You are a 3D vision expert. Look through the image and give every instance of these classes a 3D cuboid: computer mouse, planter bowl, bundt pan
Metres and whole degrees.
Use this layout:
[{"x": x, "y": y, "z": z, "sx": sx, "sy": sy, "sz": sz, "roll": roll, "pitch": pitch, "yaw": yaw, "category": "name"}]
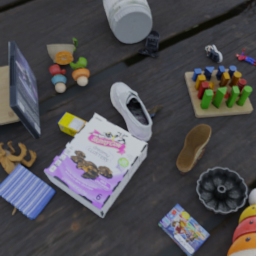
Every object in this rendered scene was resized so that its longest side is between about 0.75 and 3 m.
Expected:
[{"x": 1.061, "y": -3.843, "z": 12.920, "sx": 0.965, "sy": 0.367, "sz": 1.393, "roll": 14, "pitch": 71, "yaw": 6, "category": "computer mouse"}, {"x": -2.910, "y": -3.190, "z": 12.119, "sx": 1.121, "sy": 0.755, "sz": 1.121, "roll": -1, "pitch": 14, "yaw": 0, "category": "planter bowl"}, {"x": 2.970, "y": 2.072, "z": 8.995, "sx": 1.549, "sy": 0.581, "sz": 1.549, "roll": -5, "pitch": 54, "yaw": 7, "category": "bundt pan"}]

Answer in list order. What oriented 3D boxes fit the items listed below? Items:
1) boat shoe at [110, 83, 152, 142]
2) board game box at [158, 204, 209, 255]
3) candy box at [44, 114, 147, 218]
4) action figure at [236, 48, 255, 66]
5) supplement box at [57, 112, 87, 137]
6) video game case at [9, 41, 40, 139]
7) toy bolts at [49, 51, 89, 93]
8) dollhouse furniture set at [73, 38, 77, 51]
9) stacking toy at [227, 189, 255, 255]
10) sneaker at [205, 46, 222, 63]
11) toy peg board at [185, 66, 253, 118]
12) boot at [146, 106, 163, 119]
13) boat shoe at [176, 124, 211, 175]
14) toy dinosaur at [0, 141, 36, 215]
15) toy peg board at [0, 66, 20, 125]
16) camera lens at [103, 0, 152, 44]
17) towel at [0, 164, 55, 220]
[{"x": 0.101, "y": -0.835, "z": 10.489, "sx": 1.056, "sy": 1.005, "sz": 2.932, "roll": -5, "pitch": 51, "yaw": -17, "category": "boat shoe"}, {"x": 1.704, "y": 3.135, "z": 8.630, "sx": 0.888, "sy": 0.226, "sz": 1.312, "roll": -38, "pitch": 66, "yaw": -20, "category": "board game box"}, {"x": -0.997, "y": 1.159, "z": 9.416, "sx": 2.264, "sy": 0.965, "sz": 2.699, "roll": 29, "pitch": 63, "yaw": 17, "category": "candy box"}, {"x": 5.314, "y": -3.130, "z": 12.370, "sx": 1.054, "sy": 0.522, "sz": 0.344, "roll": 22, "pitch": 60, "yaw": 16, "category": "action figure"}, {"x": -2.047, "y": -0.064, "z": 10.428, "sx": 1.000, "sy": 0.548, "sz": 0.544, "roll": 24, "pitch": 62, "yaw": 15, "category": "supplement box"}, {"x": -3.793, "y": -1.381, "z": 10.299, "sx": 0.284, "sy": 2.137, "sz": 2.992, "roll": -15, "pitch": 59, "yaw": -3, "category": "video game case"}, {"x": -2.504, "y": -2.141, "z": 11.251, "sx": 1.581, "sy": 1.510, "sz": 1.096, "roll": -21, "pitch": 71, "yaw": 23, "category": "toy bolts"}, {"x": -2.729, "y": -3.701, "z": 12.794, "sx": 0.917, "sy": 0.354, "sz": 0.458, "roll": -38, "pitch": 65, "yaw": -21, "category": "dollhouse furniture set"}, {"x": 3.836, "y": 2.971, "z": 8.050, "sx": 2.189, "sy": 2.189, "sz": 2.995, "roll": 12, "pitch": 41, "yaw": 7, "category": "stacking toy"}, {"x": 3.787, "y": -3.274, "z": 12.497, "sx": 0.430, "sy": 0.425, "sz": 1.083, "roll": -7, "pitch": 47, "yaw": -10, "category": "sneaker"}, {"x": 3.648, "y": -1.698, "z": 11.120, "sx": 2.237, "sy": 1.094, "sz": 2.228, "roll": -5, "pitch": 59, "yaw": -3, "category": "toy peg board"}, {"x": 1.020, "y": -0.574, "z": 10.898, "sx": 0.827, "sy": 0.309, "sz": 0.401, "roll": -20, "pitch": 62, "yaw": -2, "category": "boot"}, {"x": 2.313, "y": 0.769, "z": 9.822, "sx": 0.719, "sy": 0.718, "sz": 1.994, "roll": 19, "pitch": 64, "yaw": 26, "category": "boat shoe"}, {"x": -3.878, "y": 1.354, "z": 9.587, "sx": 1.465, "sy": 0.833, "sz": 2.759, "roll": -39, "pitch": 75, "yaw": -1, "category": "toy dinosaur"}, {"x": -5.338, "y": -0.970, "z": 10.860, "sx": 2.262, "sy": 1.106, "sz": 2.252, "roll": -13, "pitch": 75, "yaw": -6, "category": "toy peg board"}, {"x": -0.043, "y": -5.376, "z": 12.902, "sx": 1.930, "sy": 1.930, "sz": 2.413, "roll": -12, "pitch": 60, "yaw": -7, "category": "camera lens"}, {"x": -3.329, "y": 2.070, "z": 9.122, "sx": 1.587, "sy": 0.189, "sz": 1.149, "roll": 35, "pitch": 63, "yaw": 5, "category": "towel"}]
